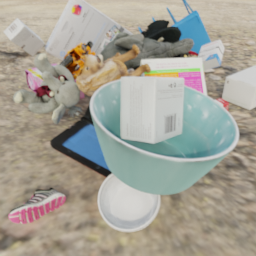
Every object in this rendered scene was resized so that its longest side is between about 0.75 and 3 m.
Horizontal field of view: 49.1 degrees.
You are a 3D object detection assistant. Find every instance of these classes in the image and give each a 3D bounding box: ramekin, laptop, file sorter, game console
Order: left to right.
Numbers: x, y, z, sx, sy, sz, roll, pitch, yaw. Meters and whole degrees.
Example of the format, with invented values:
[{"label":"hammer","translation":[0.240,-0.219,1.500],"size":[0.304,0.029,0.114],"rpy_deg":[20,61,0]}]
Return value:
[{"label":"game console","translation":[-0.078,-0.020,7.222],"size":[2.824,2.434,1.676],"rpy_deg":[26,2,12]},{"label":"ramekin","translation":[0.041,1.516,5.730],"size":[1.244,0.653,1.244],"rpy_deg":[-3,61,6]},{"label":"laptop","translation":[1.128,-2.595,9.645],"size":[1.318,1.488,0.768],"rpy_deg":[-4,22,9]},{"label":"file sorter","translation":[1.596,-3.538,11.577],"size":[2.936,2.037,1.801],"rpy_deg":[-30,47,17]}]

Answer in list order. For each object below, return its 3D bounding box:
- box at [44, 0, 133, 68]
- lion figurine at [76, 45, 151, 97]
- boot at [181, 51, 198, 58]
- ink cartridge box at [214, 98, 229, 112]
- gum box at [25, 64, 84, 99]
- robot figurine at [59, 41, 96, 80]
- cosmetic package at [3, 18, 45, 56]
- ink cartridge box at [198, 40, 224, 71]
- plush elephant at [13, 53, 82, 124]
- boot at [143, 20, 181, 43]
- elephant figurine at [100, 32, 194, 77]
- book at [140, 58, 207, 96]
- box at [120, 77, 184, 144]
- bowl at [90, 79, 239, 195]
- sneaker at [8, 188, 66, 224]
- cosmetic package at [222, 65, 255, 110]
[{"label":"box","translation":[-1.276,-3.040,9.999],"size":[2.670,2.082,0.550],"rpy_deg":[22,21,-36]},{"label":"lion figurine","translation":[-0.542,-1.296,7.031],"size":[1.706,1.010,2.786],"rpy_deg":[-32,7,-10]},{"label":"boot","translation":[2.067,-1.791,10.274],"size":[0.925,1.903,2.527],"rpy_deg":[-2,34,-35]},{"label":"ink cartridge box","translation":[1.998,-0.337,6.761],"size":[0.758,0.547,0.317],"rpy_deg":[-16,33,-16]},{"label":"gum box","translation":[-3.001,-1.801,11.480],"size":[1.433,0.835,2.525],"rpy_deg":[-22,38,-33]},{"label":"robot figurine","translation":[-1.895,-1.733,8.853],"size":[0.714,2.453,1.778],"rpy_deg":[46,45,-10]},{"label":"cosmetic package","translation":[-3.208,-2.797,8.751],"size":[0.452,0.621,1.222],"rpy_deg":[49,5,16]},{"label":"ink cartridge box","translation":[2.705,-2.369,9.193],"size":[0.687,0.400,0.950],"rpy_deg":[-10,44,41]},{"label":"plush elephant","translation":[-1.790,-0.941,7.106],"size":[1.524,1.851,1.433],"rpy_deg":[-59,20,-17]},{"label":"boot","translation":[1.089,-3.063,8.893],"size":[1.377,0.510,1.128],"rpy_deg":[-10,41,32]},{"label":"elephant figurine","translation":[0.280,-2.193,8.498],"size":[1.797,1.970,2.539],"rpy_deg":[33,-7,-29]},{"label":"book","translation":[1.239,-0.546,7.278],"size":[1.666,2.493,0.599],"rpy_deg":[-4,-10,0]},{"label":"box","translation":[0.492,-0.402,5.529],"size":[0.784,1.199,1.193],"rpy_deg":[7,12,34]},{"label":"bowl","translation":[0.548,0.236,5.507],"size":[2.718,1.422,2.718],"rpy_deg":[8,35,-6]},{"label":"sneaker","translation":[-2.039,1.674,6.187],"size":[1.232,0.455,0.539],"rpy_deg":[-19,35,-35]},{"label":"cosmetic package","translation":[5.009,-1.697,11.143],"size":[2.413,1.024,1.299],"rpy_deg":[-24,40,-32]}]
